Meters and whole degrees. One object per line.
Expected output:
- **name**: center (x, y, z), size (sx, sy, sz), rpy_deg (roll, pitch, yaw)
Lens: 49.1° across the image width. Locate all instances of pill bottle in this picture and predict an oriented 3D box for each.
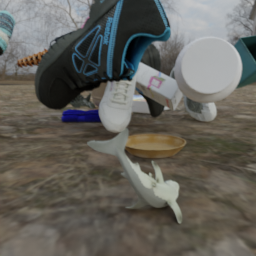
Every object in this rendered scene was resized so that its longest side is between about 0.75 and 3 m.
- **pill bottle**: center (1.649, -1.171, 5.909), size (1.313, 1.313, 2.193), rpy_deg (2, 6, 13)

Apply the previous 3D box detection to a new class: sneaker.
- **sneaker**: center (-0.262, -1.041, 7.233), size (0.876, 2.339, 1.165), rpy_deg (8, -24, -1)
- **sneaker**: center (-2.969, -1.915, 5.820), size (2.024, 0.874, 0.786), rpy_deg (8, -24, 37)
- **sneaker**: center (-0.566, -1.098, 4.733), size (2.880, 1.180, 1.054), rpy_deg (-42, -12, 31)
- **sneaker**: center (0.611, -1.650, 10.431), size (1.270, 2.798, 1.062), rpy_deg (-18, 24, -11)
- **sneaker**: center (2.738, -1.369, 10.597), size (1.434, 1.124, 2.886), rpy_deg (2, 46, -25)

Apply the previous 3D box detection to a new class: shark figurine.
- **shark figurine**: center (0.119, 0.719, 3.367), size (0.601, 1.440, 0.860), rpy_deg (-35, 34, 20)

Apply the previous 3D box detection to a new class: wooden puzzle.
- **wooden puzzle**: center (-0.712, -1.978, 9.730), size (0.536, 2.881, 2.665), rpy_deg (-19, 19, -27)

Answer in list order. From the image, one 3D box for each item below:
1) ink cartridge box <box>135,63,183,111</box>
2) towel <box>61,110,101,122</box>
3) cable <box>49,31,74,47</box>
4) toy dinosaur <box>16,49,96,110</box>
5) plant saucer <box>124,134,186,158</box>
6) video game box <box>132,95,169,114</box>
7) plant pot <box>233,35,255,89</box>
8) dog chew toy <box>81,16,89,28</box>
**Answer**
- **ink cartridge box**: center (0.883, -1.213, 8.428), size (1.441, 0.610, 1.041), rpy_deg (32, -5, 18)
- **towel**: center (-1.504, -0.502, 10.363), size (1.711, 0.424, 1.264), rpy_deg (0, 12, 1)
- **cable**: center (-1.536, -2.149, 8.570), size (1.316, 1.614, 0.410), rpy_deg (-20, 34, 10)
- **toy dinosaur**: center (-1.547, -1.562, 7.734), size (2.774, 1.883, 1.417), rpy_deg (4, 11, -17)
- **plant saucer**: center (0.532, 0.400, 6.095), size (1.419, 0.251, 1.419), rpy_deg (0, 11, 0)
- **video game box**: center (0.567, -1.182, 13.503), size (2.634, 0.617, 2.400), rpy_deg (7, 16, 34)
- **plant pot**: center (3.860, -2.007, 9.220), size (1.172, 1.173, 1.660), rpy_deg (-15, -19, -24)
- **dog chew toy**: center (-0.591, -2.005, 5.855), size (0.835, 0.835, 1.341), rpy_deg (-3, -3, -15)
